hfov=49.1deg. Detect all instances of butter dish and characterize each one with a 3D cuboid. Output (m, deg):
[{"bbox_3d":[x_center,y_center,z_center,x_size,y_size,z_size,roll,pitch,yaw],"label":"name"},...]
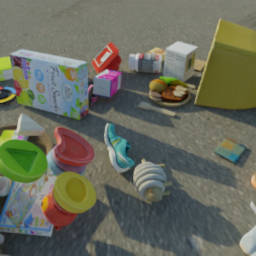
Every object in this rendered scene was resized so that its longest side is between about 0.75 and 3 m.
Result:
[{"bbox_3d":[-0.865,-3.170,13.611,1.475,1.091,1.471,-44,39,11],"label":"butter dish"}]

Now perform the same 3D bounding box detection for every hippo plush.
[{"bbox_3d":[3.603,2.682,6.503,1.435,1.422,1.785,19,45,-23],"label":"hippo plush"}]

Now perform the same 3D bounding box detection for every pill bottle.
[{"bbox_3d":[0.824,-3.166,13.661,1.526,0.869,0.869,5,40,7],"label":"pill bottle"}]

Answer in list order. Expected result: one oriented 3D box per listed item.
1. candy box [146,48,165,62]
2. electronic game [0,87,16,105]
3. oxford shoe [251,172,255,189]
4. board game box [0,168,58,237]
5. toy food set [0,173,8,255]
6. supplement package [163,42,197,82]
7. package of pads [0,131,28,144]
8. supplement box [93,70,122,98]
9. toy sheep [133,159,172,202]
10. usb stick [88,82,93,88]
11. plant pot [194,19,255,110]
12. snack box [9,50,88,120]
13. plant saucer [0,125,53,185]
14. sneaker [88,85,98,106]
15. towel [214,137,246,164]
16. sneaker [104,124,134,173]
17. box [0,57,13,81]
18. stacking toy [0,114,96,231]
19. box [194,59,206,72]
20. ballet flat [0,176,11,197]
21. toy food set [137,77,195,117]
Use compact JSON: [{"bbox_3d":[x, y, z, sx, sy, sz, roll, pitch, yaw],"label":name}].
[{"bbox_3d":[1.402,-3.726,14.732,0.828,0.397,1.434,28,47,30],"label":"candy box"},{"bbox_3d":[-5.437,-1.380,11.959,1.328,0.276,1.328,0,40,0],"label":"electronic game"},{"bbox_3d":[4.907,1.366,8.114,2.416,0.881,0.861,-4,39,-5],"label":"oxford shoe"},{"bbox_3d":[-2.525,1.860,7.546,1.286,0.327,1.913,9,47,-6],"label":"board game box"},{"bbox_3d":[-3.353,1.819,6.485,0.700,1.663,2.318,-24,59,2],"label":"toy food set"},{"bbox_3d":[2.430,-3.071,13.108,1.079,1.432,1.087,27,46,29],"label":"supplement package"},{"bbox_3d":[-3.899,0.525,9.382,0.835,0.369,1.081,-2,40,-2],"label":"package of pads"},{"bbox_3d":[-0.862,-1.909,11.971,0.757,0.773,1.495,12,26,11],"label":"supplement box"},{"bbox_3d":[0.632,1.463,7.952,1.032,1.032,1.496,-7,36,-8],"label":"toy sheep"},{"bbox_3d":[-2.183,-1.856,12.552,1.617,0.264,0.448,-9,27,-10],"label":"usb stick"},{"bbox_3d":[4.604,-2.386,11.420,2.841,2.759,2.778,16,42,10],"label":"plant pot"},{"bbox_3d":[-3.020,-1.696,10.838,2.991,2.127,0.792,15,35,17],"label":"snack box"},{"bbox_3d":[-3.888,0.949,8.991,2.972,0.438,2.972,-1,39,0],"label":"plant saucer"},{"bbox_3d":[-1.517,-1.337,11.835,0.580,0.481,1.217,18,48,7],"label":"sneaker"},{"bbox_3d":[3.458,0.747,9.462,0.753,0.111,1.027,32,47,27],"label":"towel"},{"bbox_3d":[-0.293,0.604,9.052,0.723,0.704,1.816,-23,57,4],"label":"sneaker"},{"bbox_3d":[-5.627,-2.988,13.684,2.408,0.574,1.468,-15,42,-18],"label":"box"},{"bbox_3d":[-2.151,1.082,7.256,2.496,1.165,2.758,28,26,-20],"label":"stacking toy"},{"bbox_3d":[3.456,-3.217,14.339,0.884,0.115,1.081,22,45,25],"label":"box"},{"bbox_3d":[-3.427,1.447,7.799,0.411,0.411,1.183,-8,22,-10],"label":"ballet flat"},{"bbox_3d":[1.735,-1.561,11.960,1.881,0.547,2.724,19,43,21],"label":"toy food set"}]
